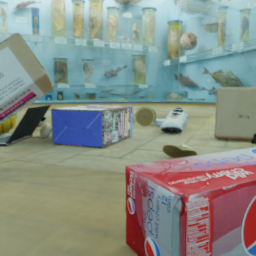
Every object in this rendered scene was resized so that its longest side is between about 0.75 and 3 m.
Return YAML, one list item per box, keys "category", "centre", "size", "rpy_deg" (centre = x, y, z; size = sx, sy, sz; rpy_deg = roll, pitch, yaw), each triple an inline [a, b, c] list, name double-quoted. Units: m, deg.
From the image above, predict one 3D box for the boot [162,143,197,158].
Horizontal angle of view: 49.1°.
- category: "boot"
  centre: [1.301, 0.558, 7.187]
  size: [0.851, 0.310, 0.661]
  rpy_deg: [8, 10, 6]

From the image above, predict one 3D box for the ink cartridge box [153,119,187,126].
- category: "ink cartridge box"
  centre: [1.931, -0.267, 13.601]
  size: [1.310, 0.289, 1.334]
  rpy_deg: [-4, 5, -25]

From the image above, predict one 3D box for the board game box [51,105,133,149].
- category: "board game box"
  centre: [-1.113, -0.138, 9.389]
  size: [1.853, 1.126, 2.324]
  rpy_deg: [3, 8, 23]

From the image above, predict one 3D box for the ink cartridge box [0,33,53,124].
- category: "ink cartridge box"
  centre: [-2.755, -0.583, 5.512]
  size: [2.440, 0.917, 2.011]
  rpy_deg: [-36, 8, -8]

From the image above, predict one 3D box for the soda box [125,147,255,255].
- category: "soda box"
  centre: [1.438, 0.790, 3.244]
  size: [2.900, 0.920, 1.015]
  rpy_deg: [-4, 9, -28]

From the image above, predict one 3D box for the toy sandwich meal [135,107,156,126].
- category: "toy sandwich meal"
  centre: [0.822, -0.568, 13.216]
  size: [1.023, 1.023, 0.350]
  rpy_deg: [0, 13, -1]

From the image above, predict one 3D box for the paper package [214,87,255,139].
- category: "paper package"
  centre: [3.884, -0.479, 9.475]
  size: [1.817, 1.732, 0.940]
  rpy_deg: [3, -1, 15]

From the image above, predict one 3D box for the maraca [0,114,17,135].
- category: "maraca"
  centre: [-4.623, -0.239, 9.508]
  size: [0.966, 1.238, 1.805]
  rpy_deg: [50, 21, 19]

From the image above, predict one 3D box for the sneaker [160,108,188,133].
- category: "sneaker"
  centre: [1.939, -0.343, 11.691]
  size: [0.953, 0.961, 2.653]
  rpy_deg: [4, 10, 17]

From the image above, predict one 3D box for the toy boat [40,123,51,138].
- category: "toy boat"
  centre: [-2.821, 0.058, 10.152]
  size: [0.813, 0.378, 0.684]
  rpy_deg: [-30, 35, 10]

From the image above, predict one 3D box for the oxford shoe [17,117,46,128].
- category: "oxford shoe"
  centre: [-3.974, -0.255, 11.619]
  size: [0.510, 0.489, 1.382]
  rpy_deg: [-39, -6, 25]

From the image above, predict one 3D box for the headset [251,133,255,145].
- category: "headset"
  centre: [3.881, 0.447, 8.165]
  size: [0.621, 0.473, 1.006]
  rpy_deg: [16, 22, -6]

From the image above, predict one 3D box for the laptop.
- category: "laptop"
  centre: [-3.847, -0.139, 9.281]
  size: [2.034, 1.179, 1.904]
  rpy_deg: [1, 7, 4]
